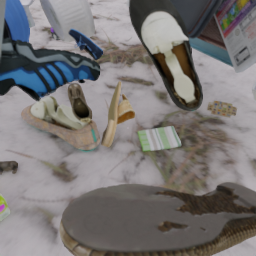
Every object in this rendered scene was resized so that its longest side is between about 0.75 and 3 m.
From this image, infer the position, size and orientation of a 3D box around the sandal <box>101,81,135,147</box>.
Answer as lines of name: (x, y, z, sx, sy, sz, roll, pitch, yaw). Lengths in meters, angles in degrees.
sandal: (-0.081, -0.154, 3.741, 0.347, 0.387, 1.054, 19, 50, -11)

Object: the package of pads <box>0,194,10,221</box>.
package of pads: (-3.411, 1.593, 5.857, 1.613, 0.550, 1.246, 28, 49, 28)

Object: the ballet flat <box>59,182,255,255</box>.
ballet flat: (0.617, 1.035, 2.932, 2.910, 0.675, 0.980, 7, 19, -43)

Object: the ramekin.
ramekin: (-1.672, -3.111, 7.424, 0.823, 1.768, 1.768, -31, 49, -15)

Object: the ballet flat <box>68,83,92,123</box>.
ballet flat: (-0.784, -0.344, 4.607, 0.319, 0.948, 0.220, -14, 55, -6)

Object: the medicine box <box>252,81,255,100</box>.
medicine box: (3.412, -1.216, 6.206, 0.709, 1.377, 1.254, 29, 8, 26)

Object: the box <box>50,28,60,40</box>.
box: (-3.003, -4.341, 12.660, 0.821, 0.435, 0.502, -28, 49, -28)

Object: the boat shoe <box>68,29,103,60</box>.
boat shoe: (-0.836, -1.597, 5.390, 0.755, 0.318, 0.259, 34, 85, -13)

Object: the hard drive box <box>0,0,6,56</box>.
hard drive box: (-2.495, -1.443, 3.977, 1.226, 1.573, 0.604, 24, 51, -13)

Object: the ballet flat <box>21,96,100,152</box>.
ballet flat: (-1.930, -0.328, 7.734, 2.824, 0.950, 0.961, 22, 46, 23)

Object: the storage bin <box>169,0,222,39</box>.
storage bin: (0.787, -3.281, 6.665, 1.539, 1.668, 2.292, -6, 59, -29)

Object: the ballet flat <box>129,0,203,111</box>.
ballet flat: (0.905, -1.519, 5.705, 0.947, 2.786, 0.953, -27, 23, 14)

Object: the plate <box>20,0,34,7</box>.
plate: (-2.858, -3.823, 7.582, 1.445, 0.234, 1.448, 13, 72, 24)

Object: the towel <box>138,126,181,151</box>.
towel: (0.842, 0.276, 7.648, 1.049, 0.161, 0.783, -7, 41, -8)

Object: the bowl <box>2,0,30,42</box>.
bowl: (-3.776, -2.779, 6.662, 2.875, 2.875, 0.564, 14, 55, 16)

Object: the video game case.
video game case: (2.519, -2.480, 5.794, 0.259, 2.255, 2.055, -17, 83, -9)

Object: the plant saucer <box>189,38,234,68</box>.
plant saucer: (2.535, -2.640, 8.482, 2.409, 0.842, 0.229, 37, 34, 30)

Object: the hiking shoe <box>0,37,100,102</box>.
hiking shoe: (-1.771, -1.135, 6.020, 2.620, 1.136, 0.975, 1, 11, -42)

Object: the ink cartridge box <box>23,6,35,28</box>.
ink cartridge box: (-3.710, -3.519, 8.504, 1.384, 1.359, 0.300, -35, 48, -23)

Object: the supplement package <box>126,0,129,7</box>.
supplement package: (1.144, -4.836, 9.000, 1.711, 2.197, 1.218, 30, 41, 17)

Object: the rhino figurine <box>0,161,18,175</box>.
rhino figurine: (-3.085, 0.951, 6.817, 0.813, 0.243, 0.355, -1, 29, 1)

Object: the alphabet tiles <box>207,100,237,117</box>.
alphabet tiles: (2.930, -0.600, 8.739, 0.859, 0.027, 0.715, 13, 43, 14)

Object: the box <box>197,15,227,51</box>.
box: (2.641, -2.452, 7.401, 2.008, 0.752, 1.006, 31, 20, 24)
